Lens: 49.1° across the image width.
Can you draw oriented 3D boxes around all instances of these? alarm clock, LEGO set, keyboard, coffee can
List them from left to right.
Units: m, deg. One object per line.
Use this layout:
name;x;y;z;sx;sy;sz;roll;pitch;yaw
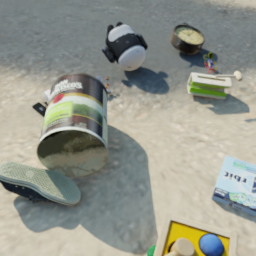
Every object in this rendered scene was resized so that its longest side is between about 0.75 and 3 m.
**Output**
keyboard;-3.259;-0.757;10.823;0.590;0.096;0.929;-38;56;-26
coffee can;-1.612;-0.158;8.770;1.993;1.993;2.723;-3;43;-3
LEGO set;-1.157;-1.655;11.281;1.223;0.300;0.914;-27;92;-30
alarm clock;2.948;-4.591;14.172;1.648;0.813;2.443;12;53;-9

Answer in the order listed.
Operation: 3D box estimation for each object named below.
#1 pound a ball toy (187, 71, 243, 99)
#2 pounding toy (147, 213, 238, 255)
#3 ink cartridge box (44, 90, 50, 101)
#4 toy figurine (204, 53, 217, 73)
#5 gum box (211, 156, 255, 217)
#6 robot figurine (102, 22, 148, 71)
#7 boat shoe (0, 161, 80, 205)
pound a ball toy;3.399;-1.871;11.094;1.813;1.182;0.770;7;49;-1
pounding toy;1.112;2.902;5.887;2.079;1.478;1.914;13;44;14
ink cartridge box;-2.911;-1.218;11.138;0.579;0.327;0.790;-27;49;-26
toy figurine;3.688;-2.976;12.805;0.471;0.892;0.535;-17;16;8
gum box;3.264;1.630;8.081;1.311;0.344;1.543;19;46;19
robot figurine;-0.157;-3.625;12.560;1.679;1.394;2.235;-36;75;20
boat shoe;-2.474;1.639;7.822;2.360;0.735;0.881;18;37;-3
